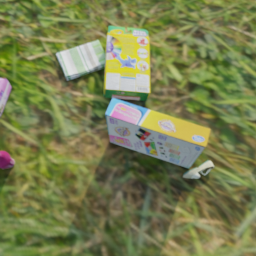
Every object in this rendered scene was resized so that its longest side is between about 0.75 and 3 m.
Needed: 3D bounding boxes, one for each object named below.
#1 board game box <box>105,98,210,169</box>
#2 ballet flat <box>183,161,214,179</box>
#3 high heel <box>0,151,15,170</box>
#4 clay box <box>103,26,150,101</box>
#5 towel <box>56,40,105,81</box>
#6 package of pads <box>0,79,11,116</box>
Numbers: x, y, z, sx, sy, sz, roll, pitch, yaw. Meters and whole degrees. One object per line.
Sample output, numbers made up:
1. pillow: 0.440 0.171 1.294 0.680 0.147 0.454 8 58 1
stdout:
1. board game box: 0.716 0.236 7.796 2.601 1.990 0.524 18 68 7
2. ballet flat: 2.093 1.297 8.243 0.990 0.344 0.344 -27 70 -10
3. high heel: -4.325 1.110 8.007 1.928 0.925 0.649 -9 68 -4
4. clay box: -0.041 -2.216 9.461 1.478 0.612 2.573 4 66 -7
5. towel: -1.586 -2.418 9.813 1.628 0.250 1.215 -22 70 -9
6. package of pads: -4.607 -0.726 8.866 1.155 0.725 1.917 8 68 6
